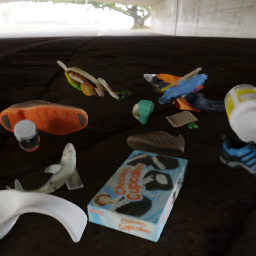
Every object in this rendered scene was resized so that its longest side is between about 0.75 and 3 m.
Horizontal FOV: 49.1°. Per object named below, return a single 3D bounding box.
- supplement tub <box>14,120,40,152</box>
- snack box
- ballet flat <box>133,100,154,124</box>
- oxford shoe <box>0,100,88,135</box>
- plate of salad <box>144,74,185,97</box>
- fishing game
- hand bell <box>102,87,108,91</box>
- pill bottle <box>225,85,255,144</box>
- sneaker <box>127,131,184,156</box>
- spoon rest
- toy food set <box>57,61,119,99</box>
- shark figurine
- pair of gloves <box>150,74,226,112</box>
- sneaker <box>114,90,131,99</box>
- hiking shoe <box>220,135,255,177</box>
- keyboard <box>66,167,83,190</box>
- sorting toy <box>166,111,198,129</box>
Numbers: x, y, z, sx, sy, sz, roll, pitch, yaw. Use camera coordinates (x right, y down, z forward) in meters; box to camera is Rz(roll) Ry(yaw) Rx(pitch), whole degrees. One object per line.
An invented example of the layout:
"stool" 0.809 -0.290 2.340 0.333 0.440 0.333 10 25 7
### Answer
"supplement tub" -2.536 0.227 7.098 0.525 0.857 0.525 4 58 -6
"snack box" 0.297 1.152 5.425 1.243 0.397 2.140 9 25 21
"ballet flat" 0.398 -0.499 8.248 0.518 0.496 1.472 17 -13 0
"oxford shoe" -2.261 -0.446 7.809 2.627 0.936 0.958 3 37 16
"plate of salad" 1.632 -1.740 12.079 2.189 0.526 2.189 22 22 -9
"fishing game" 1.849 -1.407 9.810 1.889 0.410 2.638 -30 -12 16
"hand bell" -1.239 -1.832 12.770 0.761 0.396 0.396 18 19 -15
"pill bottle" 3.527 -0.439 8.222 1.150 1.150 2.013 5 28 11
"sneaker" 0.716 0.336 7.191 1.450 0.511 0.548 11 56 2
"spoon rest" -1.755 1.343 4.297 2.185 0.662 1.086 -6 31 16
"toy food set" -1.761 -1.801 11.447 2.604 0.523 1.798 26 -9 30
"shark figurine" -1.610 1.067 5.768 1.483 0.886 0.619 -35 13 -24
"pair of gloves" 2.346 -1.393 10.786 2.517 0.349 2.825 0 34 -28
"sneaker" -0.207 -1.372 11.888 0.801 0.312 0.341 -18 40 -23
"hiking shoe" 2.846 0.658 6.269 1.587 0.688 0.591 12 32 33
"keyboard" -1.279 1.052 6.251 0.306 0.058 1.089 -13 25 -19
"sorting toy" 1.801 -0.201 9.058 0.837 0.167 1.132 -14 28 -7
